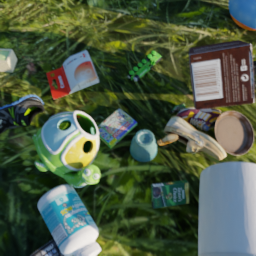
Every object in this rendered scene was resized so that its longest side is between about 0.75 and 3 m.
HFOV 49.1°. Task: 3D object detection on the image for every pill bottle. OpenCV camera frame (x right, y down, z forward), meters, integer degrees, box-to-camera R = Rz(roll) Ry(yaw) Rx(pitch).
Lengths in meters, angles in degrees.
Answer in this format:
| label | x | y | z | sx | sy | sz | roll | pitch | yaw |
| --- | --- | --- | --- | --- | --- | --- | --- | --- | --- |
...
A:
| label | x | y | z | sx | sy | sz | roll | pitch | yaw |
| --- | --- | --- | --- | --- | --- | --- | --- | --- | --- |
| pill bottle | -1.769 | 3.004 | 8.695 | 1.263 | 1.263 | 2.280 | -31 | 66 | -17 |

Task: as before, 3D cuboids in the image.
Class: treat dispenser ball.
| label | x | y | z | sx | sy | sz | roll | pitch | yaw |
| --- | --- | --- | --- | --- | --- | --- | --- | --- | --- |
| treat dispenser ball | 6.110 | -5.956 | 13.121 | 2.638 | 2.638 | 2.638 | 0 | 60 | 0 |

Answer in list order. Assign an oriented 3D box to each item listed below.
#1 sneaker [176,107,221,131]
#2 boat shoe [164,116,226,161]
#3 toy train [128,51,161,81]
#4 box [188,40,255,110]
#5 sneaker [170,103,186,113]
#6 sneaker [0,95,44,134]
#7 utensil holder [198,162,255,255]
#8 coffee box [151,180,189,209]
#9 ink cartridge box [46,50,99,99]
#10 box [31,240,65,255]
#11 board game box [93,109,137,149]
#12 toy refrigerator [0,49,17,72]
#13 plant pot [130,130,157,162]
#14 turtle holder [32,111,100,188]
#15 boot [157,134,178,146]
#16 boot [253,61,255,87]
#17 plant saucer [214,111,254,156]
| label | x | y | z | sx | sy | sz | roll | pitch | yaw |
| --- | --- | --- | --- | --- | --- | --- | --- | --- | --- |
| sneaker | 2.812 | -0.297 | 10.940 | 1.866 | 0.699 | 0.841 | -3 | 54 | -1 |
| boat shoe | 2.414 | 0.547 | 10.421 | 2.442 | 0.900 | 0.845 | 36 | 75 | 22 |
| toy train | 0.753 | -2.751 | 12.571 | 0.550 | 0.407 | 1.952 | 40 | 67 | 9 |
| box | 3.342 | -2.023 | 10.372 | 2.000 | 2.021 | 2.436 | -7 | 19 | 15 |
| sneaker | 2.047 | -0.753 | 11.348 | 0.823 | 0.321 | 0.351 | -23 | 79 | -29 |
| sneaker | -4.377 | -0.398 | 10.900 | 2.437 | 0.864 | 1.010 | -36 | 59 | -22 |
| utensil holder | 3.261 | 2.731 | 8.239 | 2.385 | 2.385 | 2.807 | 8 | 58 | 5 |
| coffee box | 1.394 | 2.201 | 9.312 | 1.254 | 0.276 | 0.771 | -4 | 99 | -11 |
| ink cartridge box | -2.468 | -2.309 | 12.006 | 2.081 | 0.522 | 1.687 | -21 | 59 | -4 |
| box | -2.670 | 4.764 | 8.095 | 2.342 | 0.519 | 1.877 | -33 | 66 | -18 |
| board game box | -0.507 | -0.001 | 11.052 | 0.995 | 0.215 | 1.478 | 39 | 67 | 21 |
| toy refrigerator | -6.220 | -3.081 | 12.541 | 2.112 | 0.739 | 0.802 | 4 | 60 | 3 |
| plant pot | 0.573 | 0.586 | 10.270 | 1.035 | 0.972 | 1.035 | 0 | 60 | 1 |
| turtle holder | -1.939 | 0.626 | 9.245 | 2.018 | 1.886 | 2.655 | 34 | 26 | -27 |
| boot | 1.446 | 0.443 | 10.210 | 0.797 | 0.571 | 0.280 | -20 | 79 | 12 |
| boot | 5.513 | -2.372 | 12.262 | 1.084 | 0.493 | 1.290 | -21 | 56 | -7 |
| plant saucer | 3.971 | 0.212 | 10.618 | 1.712 | 0.275 | 1.712 | 4 | 76 | -15 |
